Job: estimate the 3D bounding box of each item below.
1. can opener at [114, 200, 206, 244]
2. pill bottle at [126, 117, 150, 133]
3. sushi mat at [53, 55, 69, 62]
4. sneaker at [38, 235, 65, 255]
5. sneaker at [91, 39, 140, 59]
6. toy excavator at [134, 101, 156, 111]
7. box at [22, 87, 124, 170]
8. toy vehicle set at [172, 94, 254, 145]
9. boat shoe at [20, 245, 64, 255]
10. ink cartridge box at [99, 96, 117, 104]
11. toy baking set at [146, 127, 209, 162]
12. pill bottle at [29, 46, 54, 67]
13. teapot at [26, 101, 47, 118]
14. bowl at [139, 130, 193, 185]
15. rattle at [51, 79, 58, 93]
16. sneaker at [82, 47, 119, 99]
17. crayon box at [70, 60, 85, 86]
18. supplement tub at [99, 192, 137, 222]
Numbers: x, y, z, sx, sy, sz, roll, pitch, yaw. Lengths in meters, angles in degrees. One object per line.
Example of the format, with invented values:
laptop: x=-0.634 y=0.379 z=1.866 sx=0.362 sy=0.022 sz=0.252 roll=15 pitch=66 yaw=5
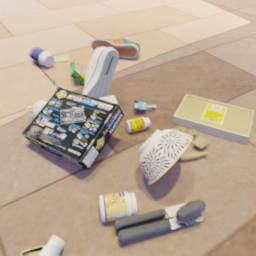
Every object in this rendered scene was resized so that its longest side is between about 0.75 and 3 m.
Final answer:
can opener: x=0.888 y=2.390 z=7.528 sx=2.505 sy=0.837 sz=0.668 roll=-9 pitch=39 yaw=-16
pill bottle: x=0.382 y=-0.129 z=10.805 sx=0.884 sy=0.483 sz=0.483 roll=-13 pitch=42 yaw=-15
sushi mat: x=-3.998 y=-3.816 z=15.500 sx=1.493 sy=0.090 sz=0.714 roll=-6 pitch=42 yaw=-8
sneaker: x=-1.554 y=2.757 z=6.094 sx=0.382 sy=1.038 sz=0.600 roll=16 pitch=46 yaw=19
sneaker: x=-0.653 y=-4.516 z=15.755 sx=2.750 sy=0.982 sz=1.099 roll=12 pitch=34 yaw=9
toy excavator: x=0.707 y=-0.896 z=11.719 sx=0.814 sy=0.407 sz=0.792 roll=6 pitch=4 yaw=16
box: x=-1.965 y=-0.112 z=9.818 sx=2.932 sy=0.675 sz=2.331 roll=18 pitch=65 yaw=30
toy vehicle set: x=3.430 y=-0.433 z=11.240 sx=2.876 sy=0.381 sz=1.787 roll=18 pitch=43 yaw=20
boat shoe: x=-2.151 y=3.137 z=7.046 sx=1.052 sy=0.329 sz=0.374 roll=-8 pitch=41 yaw=-11
ink cartridge box: x=-0.778 y=-0.739 z=11.231 sx=0.639 sy=0.869 sz=0.628 roll=-11 pitch=39 yaw=-12
toy baking set: x=1.814 y=0.614 z=10.134 sx=2.124 sy=0.247 sz=1.630 roll=-12 pitch=39 yaw=-11
pill bottle: x=-4.555 y=-3.756 z=14.781 sx=1.332 sy=0.771 sz=0.771 roll=32 pitch=50 yaw=29
teapot: x=-3.543 y=-0.793 z=11.396 sx=0.883 sy=0.653 sz=0.894 roll=0 pitch=38 yaw=12
bowl: x=0.945 y=0.680 z=8.539 sx=0.931 sy=1.983 sz=1.983 roll=42 pitch=50 yaw=3
rattle: x=-3.019 y=-1.740 z=12.393 sx=0.651 sy=0.911 sz=0.593 roll=-1 pitch=0 yaw=12
sneaker: x=-1.335 y=-1.864 z=11.446 sx=1.093 sy=2.994 sz=1.060 roll=21 pitch=6 yaw=-45
crayon box: x=-2.425 y=-2.693 z=13.592 sx=0.374 sy=0.763 sz=1.284 roll=-35 pitch=38 yaw=15
supplement tub: x=-0.290 y=2.200 z=7.855 sx=0.993 sy=0.722 sz=0.722 roll=-7 pitch=41 yaw=-8
